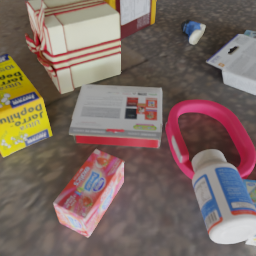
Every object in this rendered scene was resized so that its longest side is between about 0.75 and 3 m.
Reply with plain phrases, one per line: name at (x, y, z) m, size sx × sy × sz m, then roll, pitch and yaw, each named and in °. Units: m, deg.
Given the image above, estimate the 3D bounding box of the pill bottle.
pill bottle at (1.929, 1.345, 5.836) m, size 1.007 × 1.007 × 1.794 m, roll -4°, pitch 45°, yaw -4°

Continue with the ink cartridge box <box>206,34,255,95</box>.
ink cartridge box at (4.674, -2.225, 9.995) m, size 2.910 × 0.591 × 2.904 m, roll 31°, pitch 52°, yaw 27°

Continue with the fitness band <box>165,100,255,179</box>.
fitness band at (2.154, 0.301, 7.561) m, size 2.061 × 0.537 × 2.869 m, roll -3°, pitch 46°, yaw -7°

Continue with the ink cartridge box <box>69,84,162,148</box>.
ink cartridge box at (-0.264, -0.183, 7.664) m, size 2.327 × 0.976 × 2.043 m, roll 4°, pitch 45°, yaw 4°

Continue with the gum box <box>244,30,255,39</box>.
gum box at (5.357, -3.753, 11.806) m, size 0.998 × 0.222 × 0.848 m, roll 23°, pitch 49°, yaw 21°

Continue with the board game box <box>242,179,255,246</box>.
board game box at (3.553, 1.906, 6.004) m, size 2.097 × 0.359 × 1.410 m, roll 7°, pitch 45°, yaw 7°

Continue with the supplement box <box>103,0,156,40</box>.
supplement box at (-0.709, -5.503, 12.371) m, size 2.803 × 1.887 × 2.842 m, roll 34°, pitch 54°, yaw 30°

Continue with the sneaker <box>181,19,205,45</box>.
sneaker at (2.596, -4.070, 11.809) m, size 0.921 × 0.636 × 1.656 m, roll 24°, pitch 45°, yaw 15°

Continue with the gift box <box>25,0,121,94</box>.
gift box at (-1.977, -3.134, 9.415) m, size 2.655 × 2.843 × 2.623 m, roll -22°, pitch 44°, yaw -19°

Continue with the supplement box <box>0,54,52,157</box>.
supplement box at (-3.440, -0.728, 7.885) m, size 1.427 × 1.436 × 2.623 m, roll -27°, pitch 51°, yaw -25°

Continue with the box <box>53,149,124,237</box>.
box at (-0.788, 1.396, 6.190) m, size 0.777 × 0.842 × 1.642 m, roll 20°, pitch 47°, yaw 18°
